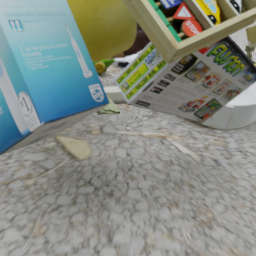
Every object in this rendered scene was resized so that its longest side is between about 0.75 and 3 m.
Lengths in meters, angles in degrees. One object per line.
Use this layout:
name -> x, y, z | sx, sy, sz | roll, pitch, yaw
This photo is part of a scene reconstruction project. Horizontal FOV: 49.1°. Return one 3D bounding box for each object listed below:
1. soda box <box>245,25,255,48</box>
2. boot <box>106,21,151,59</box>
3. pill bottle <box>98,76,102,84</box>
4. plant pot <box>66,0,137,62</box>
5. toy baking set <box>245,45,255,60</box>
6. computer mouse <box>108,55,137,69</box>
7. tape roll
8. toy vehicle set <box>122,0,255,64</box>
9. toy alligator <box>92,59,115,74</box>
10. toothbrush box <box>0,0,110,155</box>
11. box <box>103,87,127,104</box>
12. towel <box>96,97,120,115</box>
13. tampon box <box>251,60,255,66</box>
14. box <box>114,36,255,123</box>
soda box -> 3.604, -2.327, 6.628 | 0.585, 0.553, 1.728 | -19, 12, -10
boot -> -0.123, -3.682, 9.492 | 2.066, 2.484, 0.899 | -15, 24, 5
pill bottle -> -1.445, -1.275, 9.516 | 0.834, 0.834, 1.472 | 4, 30, 8
plant pot -> -1.443, -2.489, 6.261 | 1.961, 2.762, 2.762 | -39, 44, -19
toy baking set -> 4.223, -2.881, 11.645 | 2.012, 0.305, 2.621 | 16, -3, -39
computer mouse -> -0.112, -3.270, 13.282 | 1.593, 0.637, 2.904 | -21, 36, -35
tape roll -> 2.830, -1.155, 8.590 | 2.623, 0.917, 2.623 | 3, 44, -3
toy vehicle set -> 0.395, -1.761, 3.005 | 1.249, 0.267, 2.011 | -30, 80, -19
toy alligator -> -1.846, -2.641, 12.206 | 2.723, 0.654, 0.903 | 3, 30, 14
toothbrush box -> -1.692, -1.128, 4.182 | 1.126, 2.641, 1.933 | -21, 0, -43
box -> -0.313, -1.140, 9.674 | 1.300, 0.445, 0.534 | -4, 29, -6
towel -> -0.716, -0.661, 5.334 | 1.200, 0.219, 0.890 | 42, 14, 13
tampon box -> 4.291, -2.067, 10.806 | 1.137, 0.958, 1.517 | -3, 29, -6
box -> 1.235, -0.858, 4.816 | 2.851, 1.569, 0.495 | 8, 46, -54
